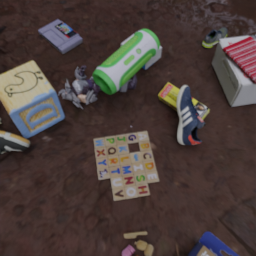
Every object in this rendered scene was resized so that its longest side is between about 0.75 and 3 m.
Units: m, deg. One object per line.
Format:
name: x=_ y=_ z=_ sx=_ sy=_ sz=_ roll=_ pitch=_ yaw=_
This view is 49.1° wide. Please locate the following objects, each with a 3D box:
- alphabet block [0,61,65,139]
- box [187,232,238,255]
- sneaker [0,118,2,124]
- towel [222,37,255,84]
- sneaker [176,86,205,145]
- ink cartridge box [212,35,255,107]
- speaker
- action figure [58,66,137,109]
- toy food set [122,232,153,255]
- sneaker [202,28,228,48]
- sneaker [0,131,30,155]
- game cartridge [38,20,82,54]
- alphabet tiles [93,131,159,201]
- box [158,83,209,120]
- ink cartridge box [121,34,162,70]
alphabet block: x=-3.100 y=-0.872 z=8.805 sx=1.503 sy=1.511 sz=1.539 roll=-31 pitch=63 yaw=-19
box: x=1.769 y=4.009 z=6.459 sx=1.753 sy=0.469 sz=2.895 roll=37 pitch=64 yaw=20
sneaker: x=-4.688 y=-0.736 z=9.302 sx=0.793 sy=0.684 sz=1.809 roll=-16 pitch=66 yaw=-22
towel: x=3.973 y=-2.189 z=8.931 sx=1.232 sy=0.192 sz=1.704 roll=-25 pitch=63 yaw=-15
sneaker: x=1.915 y=-0.358 z=8.345 sx=0.764 sy=1.807 sz=0.678 roll=5 pitch=16 yaw=37
ink cartridge box: x=4.682 y=-2.081 z=9.688 sx=2.947 sy=1.228 sz=2.140 roll=-8 pitch=59 yaw=-5
speaker: x=-0.036 y=-2.137 z=8.995 sx=1.032 sy=1.032 sz=2.333 roll=38 pitch=72 yaw=20
action figure: x=-1.111 y=-1.537 z=9.528 sx=2.676 sy=0.928 sz=1.741 roll=-21 pitch=56 yaw=-15
toy food set: x=0.252 y=3.318 z=6.963 sx=0.853 sy=0.211 sz=1.342 roll=-6 pitch=52 yaw=-1
sneaker: x=3.487 y=-3.648 z=11.060 sx=1.316 sy=0.533 sz=0.486 roll=-38 pitch=66 yaw=-21
sneaker: x=-4.165 y=0.635 z=8.386 sx=2.436 sy=0.921 sz=1.068 roll=4 pitch=74 yaw=6
game cartridge: x=-2.718 y=-3.711 z=11.261 sx=1.060 sy=0.314 sz=1.635 roll=-41 pitch=67 yaw=-17
alphabet tiles: x=-0.071 y=1.107 z=8.437 sx=1.745 sy=0.079 sz=2.088 roll=-8 pitch=59 yaw=-5
box: x=1.834 y=-0.803 z=9.318 sx=1.654 sy=0.415 sz=0.623 roll=38 pitch=85 yaw=21
ink cartridge box: x=0.477 y=-2.934 z=10.616 sx=1.289 sy=0.545 sz=0.931 roll=37 pitch=66 yaw=22
